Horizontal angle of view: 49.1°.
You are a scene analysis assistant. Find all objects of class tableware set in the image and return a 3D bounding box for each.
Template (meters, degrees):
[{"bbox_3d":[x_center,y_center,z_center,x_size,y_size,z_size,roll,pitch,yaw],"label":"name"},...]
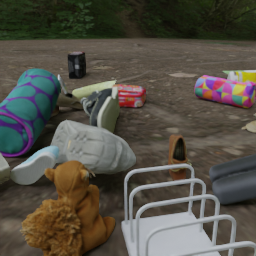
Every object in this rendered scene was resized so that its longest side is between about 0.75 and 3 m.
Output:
[{"bbox_3d":[4.296,-0.042,8.041,1.444,0.201,1.729,-22,33,-29],"label":"tableware set"}]

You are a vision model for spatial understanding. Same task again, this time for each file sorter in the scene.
[{"bbox_3d":[0.635,1.337,3.532,1.164,1.045,1.678,-5,23,-11],"label":"file sorter"}]

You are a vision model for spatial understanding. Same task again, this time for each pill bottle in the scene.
[{"bbox_3d":[5.067,-1.787,11.513,1.818,0.993,0.993,4,22,10],"label":"pill bottle"}]

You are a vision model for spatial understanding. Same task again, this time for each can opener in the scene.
[{"bbox_3d":[2.974,0.800,4.721,2.992,1.000,0.798,-19,27,17],"label":"can opener"}]

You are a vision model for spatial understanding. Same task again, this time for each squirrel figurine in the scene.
[{"bbox_3d":[-0.792,1.121,3.809,0.929,1.225,1.312,6,22,15],"label":"squirrel figurine"}]

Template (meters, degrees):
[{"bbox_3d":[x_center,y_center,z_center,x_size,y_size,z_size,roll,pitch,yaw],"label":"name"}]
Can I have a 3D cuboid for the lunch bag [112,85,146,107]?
[{"bbox_3d":[-0.140,-1.152,10.507,1.512,0.619,1.331,4,26,12],"label":"lunch bag"}]

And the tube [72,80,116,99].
[{"bbox_3d":[-1.297,-1.405,10.575,1.759,0.510,0.457,-12,-15,28],"label":"tube"}]

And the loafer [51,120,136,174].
[{"bbox_3d":[-0.873,0.426,5.751,0.996,0.998,2.855,21,-4,-29],"label":"loafer"}]

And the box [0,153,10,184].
[{"bbox_3d":[-2.876,0.907,4.941,1.384,0.473,0.569,-24,63,-40],"label":"box"}]

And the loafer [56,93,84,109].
[{"bbox_3d":[-1.948,-0.960,9.800,0.538,0.477,1.414,29,20,38],"label":"loafer"}]

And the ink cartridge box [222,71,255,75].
[{"bbox_3d":[5.695,-2.139,12.724,2.521,0.747,1.309,0,22,0],"label":"ink cartridge box"}]

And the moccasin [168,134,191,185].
[{"bbox_3d":[0.985,0.620,5.371,0.362,0.989,0.382,1,10,-9],"label":"moccasin"}]

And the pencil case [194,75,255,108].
[{"bbox_3d":[3.702,-1.430,10.634,2.282,1.009,1.009,16,27,39],"label":"pencil case"}]

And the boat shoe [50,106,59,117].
[{"bbox_3d":[-2.675,-0.638,9.253,0.535,0.507,1.412,2,22,6],"label":"boat shoe"}]

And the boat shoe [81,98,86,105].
[{"bbox_3d":[-0.999,-0.661,8.700,0.965,0.341,0.307,14,12,-29],"label":"boat shoe"}]

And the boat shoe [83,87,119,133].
[{"bbox_3d":[-0.831,-0.499,8.136,1.013,1.076,2.996,0,20,2],"label":"boat shoe"}]

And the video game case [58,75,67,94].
[{"bbox_3d":[-2.778,-1.845,11.856,0.086,0.685,0.752,-25,30,-1],"label":"video game case"}]

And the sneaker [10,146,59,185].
[{"bbox_3d":[-1.748,0.711,5.387,1.182,0.437,0.484,-25,20,24],"label":"sneaker"}]

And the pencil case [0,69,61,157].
[{"bbox_3d":[-2.733,-0.527,7.427,1.341,1.235,2.901,-3,31,4],"label":"pencil case"}]

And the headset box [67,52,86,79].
[{"bbox_3d":[-2.798,-3.517,15.528,0.657,1.265,1.700,1,22,2],"label":"headset box"}]
